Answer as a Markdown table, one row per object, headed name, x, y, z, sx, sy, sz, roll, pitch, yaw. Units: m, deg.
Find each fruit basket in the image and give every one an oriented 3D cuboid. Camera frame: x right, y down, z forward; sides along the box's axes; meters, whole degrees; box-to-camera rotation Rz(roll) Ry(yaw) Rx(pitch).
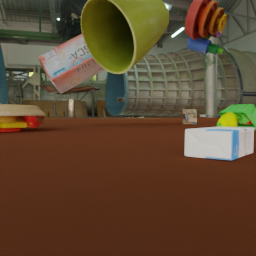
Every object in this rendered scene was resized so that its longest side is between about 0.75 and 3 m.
| name | x | y | z | sx | sy | sz | roll | pitch | yaw |
| --- | --- | --- | --- | --- | --- | --- | --- | --- | --- |
| fruit basket | 2.835 | -0.180 | 7.427 | 1.046 | 0.755 | 1.046 | -37 | 19 | 15 |

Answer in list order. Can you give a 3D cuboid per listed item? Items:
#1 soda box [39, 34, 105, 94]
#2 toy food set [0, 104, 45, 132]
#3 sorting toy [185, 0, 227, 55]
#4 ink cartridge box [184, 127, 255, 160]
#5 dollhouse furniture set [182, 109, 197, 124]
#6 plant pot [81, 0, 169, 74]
| name | x | y | z | sx | sy | sz | roll | pitch | yaw |
| --- | --- | --- | --- | --- | --- | --- | --- | --- | --- |
| soda box | -1.126 | -2.259 | 8.563 | 2.928 | 0.931 | 1.001 | -30 | -17 | -6 |
| toy food set | -3.417 | -0.234 | 6.925 | 2.603 | 0.633 | 2.576 | 2 | 3 | 37 |
| sorting toy | 2.931 | -3.464 | 9.739 | 1.208 | 1.769 | 2.944 | 26 | 22 | 22 |
| ink cartridge box | 0.973 | 0.134 | 2.856 | 0.470 | 0.275 | 0.811 | 2 | 3 | 39 |
| dollhouse furniture set | 2.697 | -0.365 | 12.310 | 0.595 | 0.599 | 0.850 | 0 | 32 | 11 |
| plant pot | 0.136 | -2.624 | 7.227 | 1.963 | 1.837 | 1.837 | -36 | 25 | -34 |
